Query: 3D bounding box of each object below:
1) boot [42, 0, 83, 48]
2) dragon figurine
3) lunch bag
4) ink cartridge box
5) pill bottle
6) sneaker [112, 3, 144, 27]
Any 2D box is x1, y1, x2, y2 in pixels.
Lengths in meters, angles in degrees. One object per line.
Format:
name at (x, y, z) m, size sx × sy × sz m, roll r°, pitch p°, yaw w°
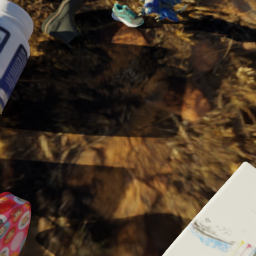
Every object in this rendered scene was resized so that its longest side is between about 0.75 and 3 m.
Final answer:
boot at (-1.617, -3.165, 8.370) m, size 1.110 × 0.622 × 1.605 m, roll 36°, pitch 81°, yaw 12°
dragon figurine at (1.101, -3.430, 7.941) m, size 2.375 × 0.699 × 1.181 m, roll -1°, pitch 18°, yaw -37°
lunch bag at (-2.369, 1.923, 4.756) m, size 0.674 × 1.449 × 1.645 m, roll 22°, pitch 29°, yaw 11°
ink cartridge box at (1.768, 2.294, 4.741) m, size 2.499 × 1.839 × 1.807 m, roll -41°, pitch 66°, yaw -18°
pill bottle at (-3.479, -1.724, 6.980) m, size 1.633 × 1.633 × 2.941 m, roll 12°, pitch 63°, yaw 6°
sneaker at (-0.023, -3.443, 8.508) m, size 1.063 × 0.485 × 0.413 m, roll 22°, pitch 65°, yaw 10°
